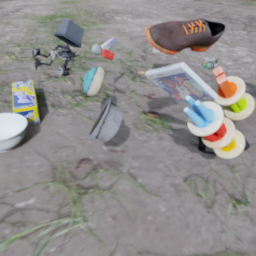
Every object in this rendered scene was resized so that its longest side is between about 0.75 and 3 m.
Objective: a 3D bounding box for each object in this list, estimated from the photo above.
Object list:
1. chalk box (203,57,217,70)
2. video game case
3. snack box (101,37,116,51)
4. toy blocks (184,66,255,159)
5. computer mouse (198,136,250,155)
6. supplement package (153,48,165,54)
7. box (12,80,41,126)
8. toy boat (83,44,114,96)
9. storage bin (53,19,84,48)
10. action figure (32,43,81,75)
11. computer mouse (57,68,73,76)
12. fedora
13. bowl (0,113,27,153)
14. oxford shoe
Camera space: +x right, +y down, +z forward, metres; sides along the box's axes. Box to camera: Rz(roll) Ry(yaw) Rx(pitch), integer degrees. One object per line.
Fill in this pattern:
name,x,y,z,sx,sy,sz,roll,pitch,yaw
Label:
chalk box,4.487,-3.559,15.522,0.792,0.495,0.491,-21,38,-31
video game case,1.188,-0.963,6.328,1.163,1.276,0.147,1,63,54
snack box,-0.750,-3.097,10.612,0.125,0.370,1.030,15,42,21
toy blocks,2.025,-0.512,6.297,0.811,2.234,1.862,7,71,41
computer mouse,3.147,0.493,9.251,1.702,0.392,1.195,10,33,17
supplement package,1.626,-3.786,12.742,0.960,0.582,0.575,4,55,1
box,-4.128,-1.037,11.255,0.897,0.823,2.559,-11,35,-17
toy boat,-1.022,-1.781,8.724,0.708,1.523,1.280,23,18,-11
storage bin,-2.011,-3.275,9.672,0.699,0.645,0.961,18,-3,38
action figure,-2.237,-2.198,8.816,1.437,0.733,0.854,-12,73,-23
computer mouse,-3.256,-2.963,14.863,0.740,0.243,1.054,-14,29,-25
fedora,-0.513,-0.123,7.119,0.549,1.217,1.076,29,-14,-12
bowl,-4.171,0.262,9.247,1.738,0.781,1.738,0,32,0
oxford shoe,1.193,-1.980,5.710,1.986,0.707,0.720,-16,-9,-37
